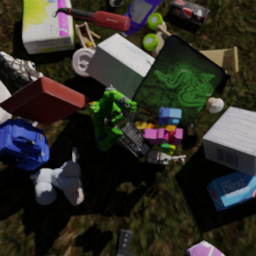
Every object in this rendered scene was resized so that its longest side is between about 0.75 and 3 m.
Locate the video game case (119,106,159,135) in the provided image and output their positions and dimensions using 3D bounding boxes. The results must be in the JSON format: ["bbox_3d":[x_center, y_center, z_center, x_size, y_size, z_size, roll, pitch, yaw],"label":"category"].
[{"bbox_3d":[0.399,-0.296,9.309,1.523,1.680,0.301,22,57,10],"label":"video game case"}]

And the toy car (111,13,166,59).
[{"bbox_3d":[0.388,-3.171,10.106,1.833,1.506,1.446,9,82,20],"label":"toy car"}]

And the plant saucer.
[{"bbox_3d":[-2.380,-0.622,8.089,1.859,1.855,0.341,-23,65,27],"label":"plant saucer"}]

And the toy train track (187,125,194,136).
[{"bbox_3d":[2.094,-0.441,9.588,0.830,1.447,0.235,5,26,39],"label":"toy train track"}]

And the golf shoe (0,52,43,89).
[{"bbox_3d":[-4.217,-2.283,10.871,2.172,0.844,1.026,42,50,19],"label":"golf shoe"}]

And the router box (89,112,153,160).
[{"bbox_3d":[-0.282,0.048,8.684,0.628,2.021,1.515,-48,113,-7],"label":"router box"}]

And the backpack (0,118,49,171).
[{"bbox_3d":[-2.976,0.534,8.105,1.241,1.479,1.202,-26,48,24],"label":"backpack"}]

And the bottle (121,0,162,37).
[{"bbox_3d":[0.413,-4.248,10.243,0.785,2.404,1.004,16,66,-19],"label":"bottle"}]

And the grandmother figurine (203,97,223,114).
[{"bbox_3d":[2.399,-0.995,9.828,2.004,0.607,1.215,27,89,42],"label":"grandmother figurine"}]

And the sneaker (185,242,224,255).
[{"bbox_3d":[1.874,4.022,7.886,0.991,0.630,1.738,36,62,22],"label":"sneaker"}]

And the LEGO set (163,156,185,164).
[{"bbox_3d":[1.362,0.973,8.311,0.630,0.843,0.207,-9,87,17],"label":"LEGO set"}]

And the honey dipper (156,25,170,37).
[{"bbox_3d":[1.291,-2.312,7.429,1.538,0.292,0.292,21,56,-39],"label":"honey dipper"}]

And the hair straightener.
[{"bbox_3d":[-1.264,-3.706,9.682,2.663,1.025,0.545,7,101,-1],"label":"hair straightener"}]

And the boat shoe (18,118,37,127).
[{"bbox_3d":[-3.403,-0.651,10.043,0.698,0.659,1.945,31,68,14],"label":"boat shoe"}]

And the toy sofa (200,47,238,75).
[{"bbox_3d":[2.953,-2.465,10.878,2.310,1.127,0.957,-4,89,-2],"label":"toy sofa"}]

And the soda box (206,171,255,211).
[{"bbox_3d":[3.876,1.748,8.805,2.553,0.819,0.866,-17,65,-7],"label":"soda box"}]

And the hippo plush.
[{"bbox_3d":[-2.213,1.552,8.543,1.482,1.468,1.843,-10,65,-5],"label":"hippo plush"}]

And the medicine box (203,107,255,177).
[{"bbox_3d":[3.621,0.358,8.892,1.688,0.954,1.853,21,51,41],"label":"medicine box"}]

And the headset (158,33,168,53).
[{"bbox_3d":[1.374,-2.473,8.983,1.007,1.630,0.766,-18,84,21],"label":"headset"}]

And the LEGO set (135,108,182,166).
[{"bbox_3d":[0.780,0.197,8.294,1.218,2.969,1.132,7,69,4],"label":"LEGO set"}]

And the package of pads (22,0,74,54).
[{"bbox_3d":[-3.373,-4.372,11.706,2.006,0.885,2.596,-8,65,-4],"label":"package of pads"}]

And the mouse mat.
[{"bbox_3d":[1.516,-1.180,7.948,2.102,2.612,0.098,-59,40,15],"label":"mouse mat"}]

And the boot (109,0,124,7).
[{"bbox_3d":[-0.694,-6.172,12.777,1.141,0.573,1.581,26,59,13],"label":"boot"}]

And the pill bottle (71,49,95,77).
[{"bbox_3d":[-1.445,-2.410,10.289,0.951,1.717,0.951,0,105,1],"label":"pill bottle"}]

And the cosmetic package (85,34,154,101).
[{"bbox_3d":[-0.160,-1.907,8.686,1.661,1.021,1.656,33,34,-1],"label":"cosmetic package"}]

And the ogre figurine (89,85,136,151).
[{"bbox_3d":[-0.484,-0.277,7.149,0.854,1.742,1.044,-17,58,-23],"label":"ogre figurine"}]

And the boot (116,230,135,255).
[{"bbox_3d":[0.021,3.464,8.315,0.645,0.257,0.782,11,60,3],"label":"boot"}]

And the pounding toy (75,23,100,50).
[{"bbox_3d":[-1.584,-3.783,11.420,0.903,0.900,1.573,-20,66,-10],"label":"pounding toy"}]

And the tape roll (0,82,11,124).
[{"bbox_3d":[-5.673,-0.629,10.023,3.008,0.550,3.008,-1,64,2],"label":"tape roll"}]

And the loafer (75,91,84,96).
[{"bbox_3d":[-1.853,-0.727,8.662,1.172,0.411,0.398,-34,75,17],"label":"loafer"}]

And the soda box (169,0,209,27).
[{"bbox_3d":[2.657,-5.092,12.261,1.630,0.516,0.577,28,67,13],"label":"soda box"}]
